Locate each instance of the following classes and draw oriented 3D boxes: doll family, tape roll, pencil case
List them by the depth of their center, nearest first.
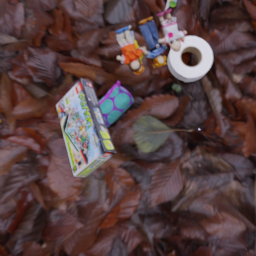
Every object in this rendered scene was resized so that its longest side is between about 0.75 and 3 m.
[{"bbox_3d":[0.597,-2.594,8.935,2.521,1.136,1.565,-28,109,-18],"label":"doll family"},{"bbox_3d":[-0.931,-0.593,10.358,2.329,0.991,1.076,-42,122,-5],"label":"pencil case"},{"bbox_3d":[2.373,-2.639,10.815,1.667,0.583,1.667,0,84,-1],"label":"tape roll"}]

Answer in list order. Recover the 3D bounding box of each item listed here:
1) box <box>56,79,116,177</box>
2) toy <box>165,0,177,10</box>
[{"bbox_3d":[-1.259,-0.028,7.840,1.343,0.424,2.441,-40,56,29],"label":"box"},{"bbox_3d":[1.370,-3.824,7.839,0.265,0.645,1.121,25,66,-17],"label":"toy"}]
